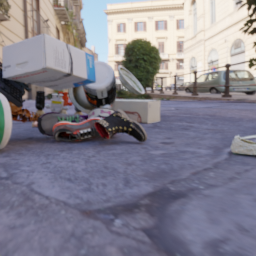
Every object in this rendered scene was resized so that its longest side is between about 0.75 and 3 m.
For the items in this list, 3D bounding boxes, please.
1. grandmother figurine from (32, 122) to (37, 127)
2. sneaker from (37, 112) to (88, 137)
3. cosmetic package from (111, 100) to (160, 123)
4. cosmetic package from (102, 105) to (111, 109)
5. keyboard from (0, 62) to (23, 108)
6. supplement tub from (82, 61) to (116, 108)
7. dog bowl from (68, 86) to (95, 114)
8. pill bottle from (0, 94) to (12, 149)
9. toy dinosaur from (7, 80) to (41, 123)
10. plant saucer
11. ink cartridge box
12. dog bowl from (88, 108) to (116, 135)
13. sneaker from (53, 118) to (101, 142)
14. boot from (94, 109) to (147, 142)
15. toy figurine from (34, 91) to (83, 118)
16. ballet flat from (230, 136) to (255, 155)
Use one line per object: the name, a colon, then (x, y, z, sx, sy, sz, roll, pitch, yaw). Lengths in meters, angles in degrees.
grandmother figurine: (-3.838, -0.161, 12.806, 0.999, 0.303, 0.606, 4, 36, 6)
sneaker: (-2.180, -0.255, 10.034, 1.029, 0.875, 2.352, -15, -1, 23)
cosmetic package: (0.288, -0.943, 15.227, 2.665, 1.163, 1.377, 5, 9, 37)
cosmetic package: (-0.920, -0.358, 11.104, 0.241, 0.931, 0.702, 6, 24, 26)
keyboard: (-3.934, -1.768, 7.909, 0.535, 1.406, 2.700, -33, -40, 9)
supplement tub: (-1.191, -1.675, 11.878, 1.382, 1.382, 2.257, 0, -21, 1)
dog bowl: (-1.768, -1.677, 13.278, 2.172, 2.172, 0.801, -2, -2, -17)
pill bottle: (-4.602, -0.157, 6.921, 2.877, 1.622, 1.622, -2, 7, -45)
toy dinosaur: (-4.018, -0.786, 9.418, 1.353, 2.649, 1.798, -28, 41, 15)
plant saucer: (0.030, -1.796, 11.119, 0.366, 1.457, 1.457, -42, -8, 20)
ink cartridge box: (-2.419, -1.952, 8.868, 1.735, 1.001, 2.392, -6, -4, 27)
dog bowl: (-0.822, -0.163, 9.950, 1.287, 0.475, 1.287, 6, -31, 3)
sneaker: (-1.491, 0.198, 9.127, 1.942, 0.748, 0.795, -7, 29, -3)
boot: (-0.241, 0.073, 8.771, 1.121, 0.545, 1.489, -26, 62, -40)
toy figurine: (-3.729, -1.086, 15.240, 2.315, 1.636, 2.351, 13, 12, 36)
ballet flat: (3.424, 0.475, 7.015, 1.659, 0.595, 0.595, 5, 9, 29)
